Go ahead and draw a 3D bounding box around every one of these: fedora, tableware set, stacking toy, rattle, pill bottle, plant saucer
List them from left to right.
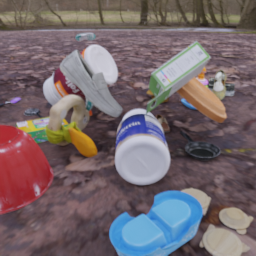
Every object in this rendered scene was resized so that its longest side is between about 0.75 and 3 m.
[{"bbox_3d":[-1.951,-1.892,11.014,2.822,1.611,1.611,-23,10,34],"label":"pill bottle"},{"bbox_3d":[-1.223,-0.226,8.998,1.871,1.705,2.619,5,12,24],"label":"rattle"},{"bbox_3d":[0.346,0.391,7.776,1.362,1.362,2.353,0,24,0],"label":"pill bottle"},{"bbox_3d":[1.458,-1.457,12.760,1.250,0.510,1.250,-4,23,2],"label":"fedora"},{"bbox_3d":[2.214,-1.234,9.239,2.680,0.433,2.680,32,24,-16],"label":"plant saucer"},{"bbox_3d":[2.988,-1.749,11.823,0.983,1.791,1.039,-16,34,-30],"label":"stacking toy"},{"bbox_3d":[1.629,1.930,5.825,1.876,0.218,1.567,18,31,34],"label":"tableware set"}]

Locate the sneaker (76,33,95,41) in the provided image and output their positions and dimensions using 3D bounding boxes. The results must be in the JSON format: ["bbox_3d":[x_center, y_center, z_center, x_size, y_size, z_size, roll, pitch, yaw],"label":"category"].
[{"bbox_3d":[-1.658,-3.540,10.781,0.777,0.301,0.354,-8,36,-19],"label":"sneaker"}]

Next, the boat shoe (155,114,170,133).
[{"bbox_3d":[1.202,-0.168,10.109,0.419,0.398,1.108,-7,26,-15],"label":"boat shoe"}]

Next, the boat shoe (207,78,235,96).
[{"bbox_3d":[4.330,-2.148,14.062,2.068,0.658,0.731,18,30,34],"label":"boat shoe"}]

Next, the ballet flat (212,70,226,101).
[{"bbox_3d":[4.289,-2.069,13.201,0.632,0.632,1.788,9,53,18],"label":"ballet flat"}]

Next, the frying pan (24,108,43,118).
[{"bbox_3d":[-3.856,-0.584,11.324,0.650,0.175,1.075,-11,24,-22],"label":"frying pan"}]

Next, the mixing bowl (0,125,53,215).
[{"bbox_3d":[-3.223,0.801,6.894,2.548,1.380,2.548,0,26,0],"label":"mixing bowl"}]

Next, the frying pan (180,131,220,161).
[{"bbox_3d":[1.992,0.594,8.632,1.026,0.276,1.697,-21,30,-39],"label":"frying pan"}]

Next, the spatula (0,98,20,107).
[{"bbox_3d":[-5.377,-1.099,12.445,0.350,0.127,1.238,14,29,31],"label":"spatula"}]

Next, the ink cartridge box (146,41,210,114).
[{"bbox_3d":[1.129,-1.320,7.560,2.065,0.612,1.072,-37,-9,-7],"label":"ink cartridge box"}]

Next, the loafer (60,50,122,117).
[{"bbox_3d":[-1.066,-1.383,8.885,2.512,0.876,0.878,45,16,-1],"label":"loafer"}]

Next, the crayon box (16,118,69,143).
[{"bbox_3d":[-2.888,0.061,9.528,1.600,0.466,0.950,-12,28,-25],"label":"crayon box"}]

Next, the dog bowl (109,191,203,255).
[{"bbox_3d":[0.562,1.911,5.343,1.903,0.472,1.061,-21,30,-27],"label":"dog bowl"}]
